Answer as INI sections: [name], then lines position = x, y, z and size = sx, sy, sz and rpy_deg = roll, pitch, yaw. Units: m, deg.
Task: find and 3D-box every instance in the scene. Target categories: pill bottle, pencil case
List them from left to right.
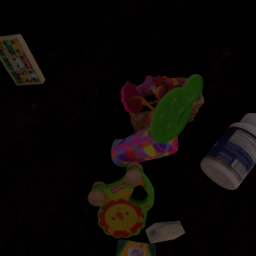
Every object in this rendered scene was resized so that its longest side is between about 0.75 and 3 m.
[pencil case]
position = 0.377, 0.485, 7.689
size = 0.950, 2.149, 0.950
rpy_deg = 15, 64, -33
[pill bottle]
position = 3.192, 0.615, 8.121
size = 1.189, 1.189, 2.142
rpy_deg = 40, 75, 13

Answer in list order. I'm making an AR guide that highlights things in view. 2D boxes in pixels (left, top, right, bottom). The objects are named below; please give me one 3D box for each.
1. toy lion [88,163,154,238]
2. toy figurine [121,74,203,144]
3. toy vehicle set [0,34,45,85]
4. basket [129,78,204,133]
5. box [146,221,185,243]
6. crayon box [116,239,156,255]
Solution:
[toy lion]
position = -0.074, 2.077, 7.514
size = 1.827, 0.627, 1.751
rpy_deg = -31, 102, 13
[toy figurine]
position = 0.627, -0.804, 7.020
size = 1.725, 1.407, 1.874
rpy_deg = 34, 84, 39
[toy vehicle set]
position = -3.324, -2.016, 8.497
size = 0.990, 1.594, 0.211
rpy_deg = -1, 45, 19
[basket]
position = 1.017, -0.884, 8.479
size = 2.052, 1.529, 1.465
rpy_deg = -13, 71, -3
[box]
position = 0.975, 2.687, 7.270
size = 0.435, 1.058, 0.362
rpy_deg = -42, 54, 27
[crayon box]
position = 0.200, 3.421, 7.603
size = 1.026, 0.299, 0.609
rpy_deg = 7, 71, 3
